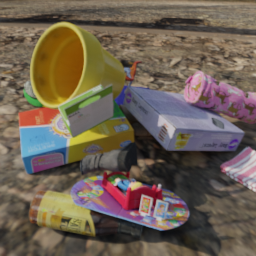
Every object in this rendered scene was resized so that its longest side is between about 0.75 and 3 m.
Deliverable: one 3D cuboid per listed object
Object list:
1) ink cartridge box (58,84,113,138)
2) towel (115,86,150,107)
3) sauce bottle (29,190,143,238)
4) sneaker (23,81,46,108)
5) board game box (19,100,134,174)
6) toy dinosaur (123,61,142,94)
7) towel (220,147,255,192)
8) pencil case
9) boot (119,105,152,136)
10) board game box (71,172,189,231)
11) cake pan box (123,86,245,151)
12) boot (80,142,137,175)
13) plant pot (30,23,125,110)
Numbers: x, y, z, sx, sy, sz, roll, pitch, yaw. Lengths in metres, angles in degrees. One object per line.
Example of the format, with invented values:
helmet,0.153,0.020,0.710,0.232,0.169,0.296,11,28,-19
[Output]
ink cartridge box,-0.900,-0.499,5.975,1.097,1.484,0.562,-29,71,-15
towel,-0.290,-1.040,10.362,2.132,0.528,1.574,4,35,9
sauce bottle,-0.777,1.702,5.391,2.125,0.701,0.701,9,31,4
sneaker,-2.875,-1.321,10.164,2.658,1.132,1.037,22,37,34
board game box,-1.544,0.035,8.022,2.892,0.583,2.213,-14,37,-15
toy dinosaur,0.036,-1.999,10.050,1.407,0.739,1.277,-51,24,0
towel,3.341,1.139,6.824,1.294,0.265,1.769,-23,38,-33
pencil case,2.955,-0.902,8.524,2.493,1.032,1.079,15,2,-17
boot,0.412,-0.323,8.890,1.146,0.550,1.567,-17,49,-4
board game box,0.089,1.223,5.712,2.399,0.467,1.895,13,10,13
cake pan box,1.486,-0.322,8.134,2.534,0.720,2.751,5,27,-33
boot,-0.401,0.675,6.367,1.088,0.577,1.653,-7,-2,13
plant pot,-1.197,-1.489,7.674,2.142,2.142,2.016,24,12,35
